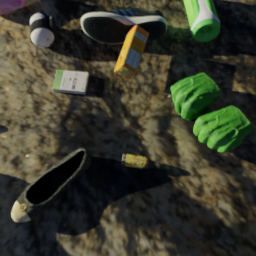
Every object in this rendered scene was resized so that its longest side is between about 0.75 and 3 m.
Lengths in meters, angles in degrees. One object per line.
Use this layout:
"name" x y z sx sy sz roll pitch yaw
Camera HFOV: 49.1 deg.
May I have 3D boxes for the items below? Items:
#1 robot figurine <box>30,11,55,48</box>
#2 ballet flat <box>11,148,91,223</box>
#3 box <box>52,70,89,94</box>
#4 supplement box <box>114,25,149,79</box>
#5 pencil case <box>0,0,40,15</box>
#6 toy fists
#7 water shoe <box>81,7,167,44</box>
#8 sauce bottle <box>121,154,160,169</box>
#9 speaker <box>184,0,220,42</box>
"robot figurine" -2.874 -3.283 9.375 0.768 0.925 1.231 -2 63 -20
"ballet flat" -1.992 1.383 7.213 0.831 0.710 2.500 41 71 17
"box" -1.805 -1.447 8.830 1.022 0.186 0.737 6 65 2
"supplement box" 0.119 -2.329 8.607 0.560 0.542 1.628 30 64 -22
"pencil case" -4.026 -4.620 9.983 1.767 0.773 0.773 -25 68 -11
"toy fists" 2.200 -0.412 7.992 1.300 0.877 2.551 -25 66 -19
"water shoe" -0.143 -3.510 9.489 2.846 1.018 1.123 3 46 -5
"sauce bottle" 0.351 0.939 7.637 1.045 0.338 0.338 7 65 3
"speaker" 2.466 -4.116 9.616 1.017 1.017 2.300 -5 65 -2
